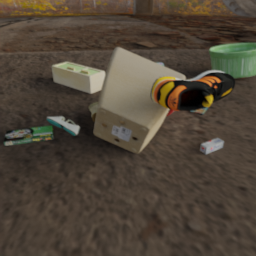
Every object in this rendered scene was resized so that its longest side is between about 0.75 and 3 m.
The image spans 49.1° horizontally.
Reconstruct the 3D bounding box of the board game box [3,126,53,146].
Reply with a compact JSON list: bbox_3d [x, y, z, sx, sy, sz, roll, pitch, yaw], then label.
[{"bbox_3d":[-3.535,0.261,10.048,1.628,0.191,0.853,-6,27,-12],"label":"board game box"}]

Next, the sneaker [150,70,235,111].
[{"bbox_3d":[1.915,-0.835,7.140,2.595,0.907,1.167,-9,31,-25],"label":"sneaker"}]

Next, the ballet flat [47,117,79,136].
[{"bbox_3d":[-2.029,-0.136,8.880,1.142,0.396,0.396,26,35,13],"label":"ballet flat"}]

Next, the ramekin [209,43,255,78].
[{"bbox_3d":[6.157,-3.838,15.918,2.992,1.462,2.992,-6,23,3],"label":"ramekin"}]

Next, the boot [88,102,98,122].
[{"bbox_3d":[-0.730,-0.660,11.361,1.651,0.601,1.283,-6,24,-14],"label":"boot"}]

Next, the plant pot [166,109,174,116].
[{"bbox_3d":[1.145,-1.464,11.264,1.710,1.878,1.878,24,23,-18],"label":"plant pot"}]

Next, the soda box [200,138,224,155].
[{"bbox_3d":[2.784,0.602,9.316,0.821,0.260,0.280,-16,32,-28],"label":"soda box"}]

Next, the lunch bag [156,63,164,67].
[{"bbox_3d":[1.209,-3.334,16.175,1.796,0.692,1.440,4,26,6],"label":"lunch bag"}]

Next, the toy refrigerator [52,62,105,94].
[{"bbox_3d":[-2.626,-2.720,14.689,2.901,1.015,1.101,22,35,34],"label":"toy refrigerator"}]

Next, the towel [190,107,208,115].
[{"bbox_3d":[3.063,-0.793,12.098,0.580,0.086,0.790,14,32,26],"label":"towel"}]

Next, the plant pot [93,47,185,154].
[{"bbox_3d":[0.091,-0.654,9.081,2.425,2.422,2.147,24,55,3],"label":"plant pot"}]
